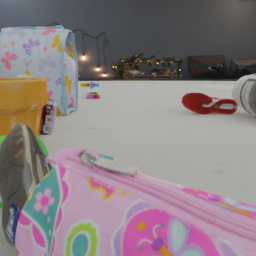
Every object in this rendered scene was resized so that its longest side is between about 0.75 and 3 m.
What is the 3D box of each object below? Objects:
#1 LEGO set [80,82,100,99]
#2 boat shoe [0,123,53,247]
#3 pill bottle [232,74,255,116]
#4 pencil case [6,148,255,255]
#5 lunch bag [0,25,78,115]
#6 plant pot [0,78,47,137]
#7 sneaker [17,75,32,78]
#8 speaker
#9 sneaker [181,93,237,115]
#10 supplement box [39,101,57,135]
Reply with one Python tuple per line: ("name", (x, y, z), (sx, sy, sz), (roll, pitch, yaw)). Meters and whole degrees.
("LEGO set", (-2.097, -2.079, 15.101), (0.912, 0.848, 2.222), (-2, 11, -12))
("boat shoe", (-0.940, 0.521, 2.696), (0.478, 1.284, 0.471), (-35, -38, 18))
("pill bottle", (4.239, -0.968, 8.426), (1.377, 1.377, 2.418), (-1, 12, -5))
("pencil case", (0.326, 0.734, 1.351), (2.271, 0.993, 0.993), (13, 17, 43))
("lunch bag", (-2.970, -1.927, 9.473), (2.400, 2.830, 1.799), (0, 12, 5))
("plant pot", (-1.948, -0.072, 4.284), (1.452, 1.329, 1.452), (-1, 12, 0))
("sneaker", (-2.792, -0.611, 7.249), (1.148, 0.761, 2.017), (-12, -21, -4))
("speaker", (-1.715, 0.527, 2.864), (0.770, 0.770, 1.740), (10, 15, 39))
("sneaker", (2.715, -0.792, 9.749), (1.829, 0.717, 1.057), (13, 4, 2))
("supplement box", (-2.343, -0.338, 6.385), (1.311, 0.714, 0.399), (10, 15, -11))
